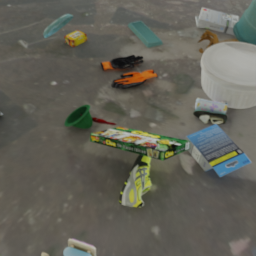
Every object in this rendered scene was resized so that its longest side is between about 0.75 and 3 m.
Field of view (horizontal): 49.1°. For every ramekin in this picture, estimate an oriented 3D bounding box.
[{"bbox_3d":[3.542,-1.678,9.113,2.479,1.154,2.479,0,47,0],"label":"ramekin"}]

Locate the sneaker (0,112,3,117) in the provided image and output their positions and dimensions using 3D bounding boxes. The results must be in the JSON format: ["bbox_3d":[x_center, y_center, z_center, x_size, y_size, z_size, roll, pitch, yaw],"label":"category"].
[{"bbox_3d":[-4.305,-0.296,8.094,1.124,0.745,1.975,-13,46,-9],"label":"sneaker"}]

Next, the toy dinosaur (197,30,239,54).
[{"bbox_3d":[3.539,-3.144,10.913,2.861,0.864,1.519,-40,84,-27],"label":"toy dinosaur"}]

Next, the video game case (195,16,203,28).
[{"bbox_3d":[3.522,-4.808,12.743,0.838,0.108,0.922,3,47,3],"label":"video game case"}]

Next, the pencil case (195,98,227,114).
[{"bbox_3d":[2.560,-0.658,8.654,0.967,0.439,0.402,10,64,11],"label":"pencil case"}]

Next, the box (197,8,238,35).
[{"bbox_3d":[3.978,-4.716,12.362,1.691,0.348,1.318,17,47,5],"label":"box"}]

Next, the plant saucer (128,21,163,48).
[{"bbox_3d":[0.705,-4.071,12.018,0.719,0.195,2.056,-18,49,-16],"label":"plant saucer"}]

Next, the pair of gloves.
[{"bbox_3d":[-0.006,-2.041,10.100,1.662,0.231,1.865,-17,46,-13],"label":"pair of gloves"}]

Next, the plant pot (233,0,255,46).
[{"bbox_3d":[5.931,-4.553,10.401,2.937,2.877,2.937,5,51,-6],"label":"plant pot"}]

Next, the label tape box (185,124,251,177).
[{"bbox_3d":[2.326,0.667,7.409,1.033,0.477,1.442,-20,52,-17],"label":"label tape box"}]

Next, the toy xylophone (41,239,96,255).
[{"bbox_3d":[-1.314,2.975,5.278,1.241,0.426,1.696,7,47,7],"label":"toy xylophone"}]

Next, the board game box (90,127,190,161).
[{"bbox_3d":[0.248,0.333,6.974,2.271,0.266,1.190,11,14,38],"label":"board game box"}]

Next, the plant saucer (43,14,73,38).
[{"bbox_3d":[-2.521,-3.659,9.973,1.293,0.177,1.293,-33,16,11],"label":"plant saucer"}]

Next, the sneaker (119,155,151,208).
[{"bbox_3d":[0.312,1.242,6.865,0.599,0.591,1.568,21,60,9],"label":"sneaker"}]

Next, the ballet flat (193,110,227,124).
[{"bbox_3d":[2.468,-0.306,8.410,1.014,0.345,0.347,6,56,6],"label":"ballet flat"}]

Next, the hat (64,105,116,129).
[{"bbox_3d":[-1.189,-0.065,8.344,1.096,0.964,0.908,-10,40,43],"label":"hat"}]

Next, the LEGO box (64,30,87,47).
[{"bbox_3d":[-2.169,-3.700,11.587,0.561,0.291,0.753,34,56,27],"label":"LEGO box"}]
